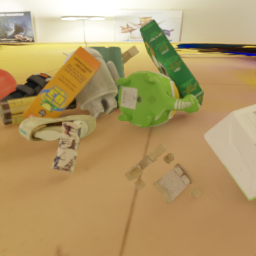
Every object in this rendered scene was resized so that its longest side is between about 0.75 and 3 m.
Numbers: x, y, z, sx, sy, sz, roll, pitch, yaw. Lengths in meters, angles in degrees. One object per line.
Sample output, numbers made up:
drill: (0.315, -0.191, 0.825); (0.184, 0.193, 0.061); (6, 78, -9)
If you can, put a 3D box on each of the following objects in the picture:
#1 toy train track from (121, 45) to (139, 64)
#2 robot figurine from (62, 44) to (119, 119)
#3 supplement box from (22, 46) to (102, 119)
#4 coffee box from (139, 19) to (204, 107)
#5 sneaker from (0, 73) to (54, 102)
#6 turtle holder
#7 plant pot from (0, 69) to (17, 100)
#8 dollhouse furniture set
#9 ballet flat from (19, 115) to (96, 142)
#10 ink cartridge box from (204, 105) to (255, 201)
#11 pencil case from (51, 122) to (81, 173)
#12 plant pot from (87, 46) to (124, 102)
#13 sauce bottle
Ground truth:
toy train track: (-0.853, -2.300, 11.019); (2.845, 1.632, 0.463); (-30, 10, 19)
robot figurine: (-1.179, -1.485, 8.721); (1.972, 2.325, 1.313); (-23, -7, -29)
supplement box: (-1.774, -1.043, 7.588); (0.797, 2.395, 0.824); (39, 4, -16)
coffee box: (1.397, -1.872, 8.893); (0.609, 2.767, 1.701); (-32, -16, 5)
sneaker: (-3.289, -1.306, 9.808); (1.114, 1.128, 2.841); (25, 30, 22)
turtle holder: (0.785, -0.873, 7.778); (2.090, 1.588, 1.484); (-24, -12, 40)
plant pot: (-5.014, -1.523, 10.597); (1.214, 1.214, 1.074); (2, 28, 5)
dollhouse furniture set: (0.649, 0.870, 4.589); (0.924, 0.529, 1.083); (-34, 79, -27)
ballet flat: (-1.556, 0.089, 6.781); (2.040, 0.688, 0.636); (-6, 27, -38)
ink cartridge box: (2.738, 0.246, 5.319); (2.378, 0.800, 1.392); (-14, 64, -38)
pencil case: (-1.217, 0.374, 5.569); (0.446, 0.997, 0.388); (9, -18, 0)
plant pot: (-0.923, -1.942, 10.165); (1.921, 1.882, 1.921); (-1, 11, 0)
sauce bottle: (-2.691, -0.610, 8.555); (2.240, 0.725, 0.725); (-12, 24, -29)
